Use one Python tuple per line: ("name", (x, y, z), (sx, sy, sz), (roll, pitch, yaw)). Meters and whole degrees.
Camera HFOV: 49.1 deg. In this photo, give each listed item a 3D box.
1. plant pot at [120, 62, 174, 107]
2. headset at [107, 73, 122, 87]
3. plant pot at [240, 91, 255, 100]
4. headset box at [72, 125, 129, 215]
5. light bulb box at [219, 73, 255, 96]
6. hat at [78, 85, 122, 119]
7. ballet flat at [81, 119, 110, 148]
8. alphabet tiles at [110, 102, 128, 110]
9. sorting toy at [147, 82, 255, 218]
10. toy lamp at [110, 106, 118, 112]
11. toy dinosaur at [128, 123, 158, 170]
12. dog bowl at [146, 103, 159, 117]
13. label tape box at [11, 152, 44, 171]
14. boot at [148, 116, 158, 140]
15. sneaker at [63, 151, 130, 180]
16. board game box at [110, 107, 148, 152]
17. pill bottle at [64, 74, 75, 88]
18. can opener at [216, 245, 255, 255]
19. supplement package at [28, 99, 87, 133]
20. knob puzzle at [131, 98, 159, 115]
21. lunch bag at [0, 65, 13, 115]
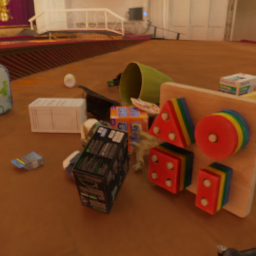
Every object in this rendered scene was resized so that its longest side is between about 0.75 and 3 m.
("plant pot", (1.092, -1.980, 13.694), (2.297, 2.149, 2.149), (2, 19, -30))
("headset", (-0.073, -2.746, 16.802), (2.439, 1.146, 1.506), (-22, 18, -25))
("plant pot", (4.442, -0.452, 9.967), (1.828, 1.943, 1.943), (-5, 20, 19))
("headset box", (-0.544, 0.995, 6.428), (0.727, 1.568, 1.365), (14, 48, 15))
("light bulb box", (4.938, -1.481, 12.622), (1.622, 1.636, 1.021), (-17, 28, -34))
("hat", (-1.295, -0.948, 11.979), (2.424, 0.978, 2.424), (24, 6, -3))
("ballet flat", (-0.976, 0.163, 8.351), (1.016, 1.016, 2.737), (-8, 0, -19))
("alphabet tiles", (-0.441, -1.080, 13.471), (0.874, 0.033, 0.731), (-9, 27, 4))
("sorting toy", (1.528, 0.484, 6.475), (0.919, 2.623, 2.639), (-17, 27, -39))
("toy lamp", (-0.445, -0.493, 11.720), (0.531, 0.531, 1.825), (-3, 23, -8))
("toy dinosaur", (0.524, 0.336, 8.513), (1.049, 0.604, 2.075), (28, 72, 14))
("dog bowl", (1.344, -0.432, 10.883), (1.579, 0.463, 1.579), (26, 11, -6))
("label tape box", (-3.006, 1.039, 8.354), (0.547, 0.240, 0.759), (20, 33, 39))
("boot", (1.848, 0.160, 9.471), (2.058, 0.989, 2.815), (-1, 11, -14))
("sneaker", (-0.983, 0.894, 8.026), (1.757, 0.708, 1.287), (-25, 40, -34))
("board game box", (0.015, 0.019, 9.565), (1.195, 1.195, 1.196), (-1, 22, -2))
("pill bottle", (-3.648, -2.973, 17.503), (0.666, 0.666, 1.189), (-4, 23, -11))
("can opener", (2.193, 2.347, 5.020), (1.752, 0.689, 0.555), (-6, -16, -21))
("supplement package", (-2.689, -0.502, 10.913), (1.958, 1.114, 1.073), (2, 21, 3))
("knob puzzle", (0.694, -0.753, 9.717), (1.268, 0.176, 1.268), (19, 19, -7))
("lunch bag", (-6.470, -1.532, 11.819), (1.199, 2.337, 2.908), (18, 30, 36))
